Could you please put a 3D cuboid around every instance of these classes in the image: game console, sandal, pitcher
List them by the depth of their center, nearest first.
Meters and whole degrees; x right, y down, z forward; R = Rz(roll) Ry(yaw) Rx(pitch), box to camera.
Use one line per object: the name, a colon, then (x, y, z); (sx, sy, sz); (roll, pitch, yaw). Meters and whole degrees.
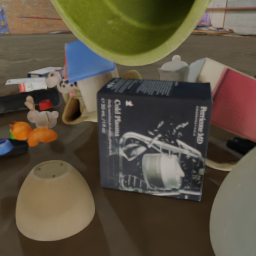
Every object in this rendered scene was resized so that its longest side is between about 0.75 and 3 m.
sandal: (-3.141, 0.612, 5.872); (2.133, 0.510, 0.802); (-4, 19, -44)
game console: (3.064, 0.354, 6.802); (1.286, 0.155, 0.759); (-16, 28, -31)
pitcher: (1.283, -0.882, 7.277); (1.090, 1.798, 1.543); (-1, 28, 19)

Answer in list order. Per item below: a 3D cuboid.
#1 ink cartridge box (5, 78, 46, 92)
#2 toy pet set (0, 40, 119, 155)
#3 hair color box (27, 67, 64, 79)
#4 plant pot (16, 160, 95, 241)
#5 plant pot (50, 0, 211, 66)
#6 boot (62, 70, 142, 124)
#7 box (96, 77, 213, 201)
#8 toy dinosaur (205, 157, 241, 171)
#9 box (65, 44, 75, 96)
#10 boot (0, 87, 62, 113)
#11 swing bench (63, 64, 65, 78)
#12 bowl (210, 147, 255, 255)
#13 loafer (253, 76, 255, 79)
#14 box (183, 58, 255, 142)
ink cartridge box: (-4.214, -1.787, 11.665); (1.551, 0.390, 0.845); (-7, 24, -14)
toy pet set: (-1.484, -0.971, 6.170); (2.625, 1.493, 2.811); (-14, 23, 9)
hair color box: (-3.788, -2.448, 13.079); (0.843, 0.510, 1.686); (9, 24, 21)
plant pot: (-1.151, 0.996, 4.378); (1.224, 0.822, 1.224); (1, 22, 0)
plant pot: (0.599, -2.626, 3.457); (2.858, 2.858, 2.714); (21, 45, 41)
boot: (-0.675, -0.775, 7.242); (1.969, 0.717, 1.530); (-38, -16, 30)
box: (0.479, 0.140, 5.069); (1.825, 1.856, 1.150); (4, 24, 11)
toy dinosaur: (2.656, 0.752, 5.279); (2.958, 0.702, 1.304); (0, 18, 8)
box: (-1.674, -2.011, 10.047); (0.891, 1.882, 0.966); (-16, 40, -31)
boot: (-3.308, -0.862, 8.935); (1.929, 0.633, 1.590); (-15, 14, -40)
swing bench: (-1.789, -2.803, 13.042); (1.875, 1.216, 1.865); (-18, 29, -37)
bowl: (2.127, 1.075, 3.327); (0.974, 2.168, 2.168); (38, 17, -14)
loafer: (5.097, -1.745, 11.184); (0.678, 0.663, 1.858); (-12, 25, -26)
box: (2.178, -0.527, 5.963); (2.065, 1.125, 1.320); (22, 7, -3)
